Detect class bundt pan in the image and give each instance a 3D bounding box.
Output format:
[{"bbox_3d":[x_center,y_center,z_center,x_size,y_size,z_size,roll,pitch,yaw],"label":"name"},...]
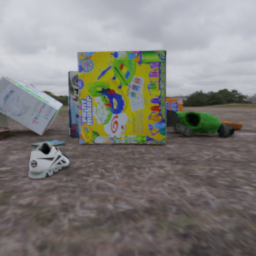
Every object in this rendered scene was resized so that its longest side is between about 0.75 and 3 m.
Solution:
[{"bbox_3d":[2.153,0.105,11.089,0.819,0.307,0.819,21,-3,1],"label":"bundt pan"}]

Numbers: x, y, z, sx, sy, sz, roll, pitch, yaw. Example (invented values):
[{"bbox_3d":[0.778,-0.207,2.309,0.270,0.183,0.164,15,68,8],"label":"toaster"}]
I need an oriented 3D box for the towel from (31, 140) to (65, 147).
[{"bbox_3d":[-2.557,0.514,8.989,0.650,0.096,0.887,4,7,42],"label":"towel"}]

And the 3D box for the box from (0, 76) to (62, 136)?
[{"bbox_3d":[-4.343,-1.000,12.210,2.468,1.352,2.797,32,3,-12],"label":"box"}]

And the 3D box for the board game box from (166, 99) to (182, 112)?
[{"bbox_3d":[2.085,-0.907,15.872,1.494,1.494,1.495,-1,6,-14],"label":"board game box"}]

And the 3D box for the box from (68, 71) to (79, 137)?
[{"bbox_3d":[-1.466,-0.938,11.088,1.732,2.536,0.478,-2,5,-20],"label":"box"}]

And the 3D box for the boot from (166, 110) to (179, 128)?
[{"bbox_3d":[1.058,-0.261,11.472,1.919,0.670,1.264,-19,6,3],"label":"boot"}]

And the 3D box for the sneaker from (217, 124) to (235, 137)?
[{"bbox_3d":[3.947,0.101,11.158,0.641,0.536,1.412,11,12,11],"label":"sneaker"}]

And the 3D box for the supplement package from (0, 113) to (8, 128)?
[{"bbox_3d":[-6.418,-0.364,12.089,2.030,1.191,1.187,0,6,-4],"label":"supplement package"}]

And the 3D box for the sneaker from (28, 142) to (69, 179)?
[{"bbox_3d":[-1.594,0.582,5.838,0.525,0.628,1.418,-1,4,6],"label":"sneaker"}]

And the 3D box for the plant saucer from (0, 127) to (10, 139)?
[{"bbox_3d":[-5.593,0.240,10.340,2.326,0.373,2.326,1,6,0],"label":"plant saucer"}]

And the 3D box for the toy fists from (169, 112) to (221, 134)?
[{"bbox_3d":[2.677,-0.219,11.767,1.316,0.888,2.582,3,2,-30],"label":"toy fists"}]

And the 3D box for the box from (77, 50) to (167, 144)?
[{"bbox_3d":[-0.150,-1.022,9.711,2.867,2.977,1.816,0,6,4],"label":"box"}]

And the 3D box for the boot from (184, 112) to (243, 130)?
[{"bbox_3d":[3.859,-0.355,13.759,2.533,0.867,2.385,-2,6,-23],"label":"boot"}]
